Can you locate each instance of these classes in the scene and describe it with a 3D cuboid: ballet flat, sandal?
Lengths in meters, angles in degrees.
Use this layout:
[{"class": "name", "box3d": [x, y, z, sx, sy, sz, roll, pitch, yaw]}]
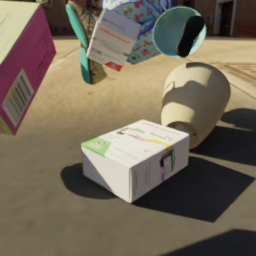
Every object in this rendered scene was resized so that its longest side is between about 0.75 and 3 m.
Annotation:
[{"class": "ballet flat", "box3d": [-1.008, -2.421, 7.991, 1.028, 2.731, 0.926, -28, 55, -17]}, {"class": "sandal", "box3d": [1.351, -2.064, 6.321, 0.430, 1.145, 0.274, 31, -14, -5]}]

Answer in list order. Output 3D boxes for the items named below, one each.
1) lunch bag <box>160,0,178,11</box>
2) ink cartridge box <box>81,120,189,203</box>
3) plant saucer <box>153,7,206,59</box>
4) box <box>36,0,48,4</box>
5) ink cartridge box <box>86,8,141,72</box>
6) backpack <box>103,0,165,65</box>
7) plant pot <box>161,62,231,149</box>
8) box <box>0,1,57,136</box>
[{"class": "lunch bag", "box3d": [1.515, -4.770, 10.552, 0.516, 0.781, 0.530, -21, 29, -34]}, {"class": "ink cartridge box", "box3d": [0.221, 0.624, 6.416, 1.501, 0.870, 2.073, 20, 29, 39]}, {"class": "plant saucer", "box3d": [1.491, -2.748, 8.210, 1.515, 1.515, 0.272, 6, -1, 15]}, {"class": "box", "box3d": [-3.052, -4.851, 9.637, 0.379, 1.007, 0.252, 6, 23, 33]}, {"class": "ink cartridge box", "box3d": [-0.338, -1.884, 6.130, 0.861, 1.193, 0.500, 23, 64, -9]}, {"class": "backpack", "box3d": [0.225, -3.475, 9.249, 2.047, 2.242, 1.508, -12, 52, 29]}, {"class": "plant pot", "box3d": [1.766, -0.468, 8.066, 2.035, 2.035, 2.173, 9, 43, 21]}, {"class": "box", "box3d": [-2.483, -1.014, 4.305, 2.093, 1.012, 1.841, 8, 56, 8]}]
